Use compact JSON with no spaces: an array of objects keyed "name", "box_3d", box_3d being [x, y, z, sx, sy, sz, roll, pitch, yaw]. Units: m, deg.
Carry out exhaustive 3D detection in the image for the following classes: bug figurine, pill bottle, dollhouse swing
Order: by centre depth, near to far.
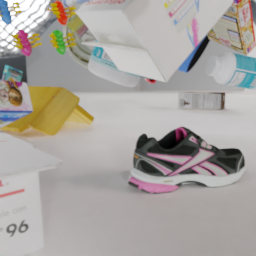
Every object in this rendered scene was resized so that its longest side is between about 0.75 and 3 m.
[{"name":"pill bottle","box_3d":[0.002,-2.634,7.688,1.524,2.751,1.524,20,15,-5]},{"name":"pill bottle","box_3d":[3.172,-1.693,8.241,1.678,0.929,0.929,8,7,-14]},{"name":"dollhouse swing","box_3d":[-2.626,-0.178,8.851,2.348,2.064,2.134,7,53,33]},{"name":"bug figurine","box_3d":[-3.126,-3.546,9.655,2.864,2.221,0.737,-13,-7,-32]}]

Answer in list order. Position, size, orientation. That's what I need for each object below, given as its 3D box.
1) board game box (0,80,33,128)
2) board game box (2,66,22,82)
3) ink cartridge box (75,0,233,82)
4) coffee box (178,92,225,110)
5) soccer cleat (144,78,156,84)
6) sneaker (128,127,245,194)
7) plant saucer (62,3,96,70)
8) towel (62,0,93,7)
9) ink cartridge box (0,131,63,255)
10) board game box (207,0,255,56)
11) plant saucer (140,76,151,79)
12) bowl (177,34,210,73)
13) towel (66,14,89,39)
[{"name":"board game box","box_3d":[-3.393,-0.069,4.113,2.719,0.561,2.726,-19,-8,31]},{"name":"board game box","box_3d":[-3.859,-1.583,9.251,0.184,0.786,0.593,13,-1,27]},{"name":"ink cartridge box","box_3d":[0.462,-2.398,5.840,1.784,2.775,1.738,27,-16,50]},{"name":"coffee box","box_3d":[3.969,-1.472,15.101,2.286,0.911,1.307,4,10,24]},{"name":"soccer cleat","box_3d":[0.968,-2.729,10.261,0.784,2.300,0.842,-6,41,-19]},{"name":"sneaker","box_3d":[0.948,0.393,4.111,1.932,0.834,0.776,-4,12,-27]},{"name":"plant saucer","box_3d":[-1.191,-3.708,11.195,2.779,2.779,0.697,-2,27,-10]},{"name":"towel","box_3d":[-0.182,-2.016,3.821,1.437,0.171,1.056,13,50,46]},{"name":"ink cartridge box","box_3d":[-1.847,0.582,2.443,1.634,0.955,2.816,-9,12,-38]},{"name":"board game box","box_3d":[2.611,-2.904,7.517,1.425,0.436,1.881,42,0,37]},{"name":"plant saucer","box_3d":[0.845,-2.893,8.593,2.757,2.757,0.496,7,14,38]},{"name":"bowl","box_3d":[2.417,-2.797,9.964,0.368,1.873,1.873,34,19,12]},{"name":"towel","box_3d":[-1.149,-3.347,8.344,1.072,1.492,0.170,46,1,42]}]
